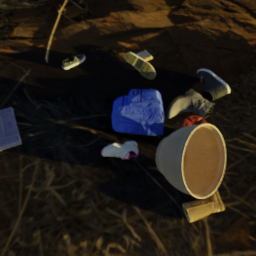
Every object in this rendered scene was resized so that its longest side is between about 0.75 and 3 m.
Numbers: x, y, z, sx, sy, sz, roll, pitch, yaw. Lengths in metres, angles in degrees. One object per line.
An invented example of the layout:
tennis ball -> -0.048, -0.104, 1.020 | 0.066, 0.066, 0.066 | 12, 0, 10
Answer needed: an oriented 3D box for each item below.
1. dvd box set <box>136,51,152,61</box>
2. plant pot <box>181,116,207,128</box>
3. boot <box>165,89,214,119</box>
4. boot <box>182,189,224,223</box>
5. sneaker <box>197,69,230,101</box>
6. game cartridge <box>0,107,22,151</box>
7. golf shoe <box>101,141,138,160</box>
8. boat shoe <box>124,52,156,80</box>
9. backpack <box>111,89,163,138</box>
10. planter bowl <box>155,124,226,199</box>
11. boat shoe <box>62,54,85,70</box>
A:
dvd box set -> 0.582, -3.514, 14.202 | 1.073, 0.158, 0.785 | -26, 45, -7
plant pot -> 2.457, 0.239, 10.681 | 1.218, 1.185, 1.218 | 1, 52, -1
boot -> 2.658, -0.802, 11.868 | 2.050, 0.715, 1.349 | -37, 62, -23
boot -> 2.436, 2.450, 9.407 | 1.279, 0.423, 1.120 | -13, 53, -9
sneaker -> 3.570, -1.972, 12.815 | 0.996, 0.710, 2.007 | -32, 49, -9
game cartridge -> -5.191, 0.056, 11.406 | 1.295, 0.383, 1.997 | -17, 53, -19
golf shoe -> -0.292, 0.909, 10.556 | 1.428, 0.538, 0.653 | -12, 50, -9
boat shoe -> 0.640, -3.041, 13.515 | 1.753, 0.655, 0.600 | 41, 23, -4
backpack -> 0.349, -0.656, 11.070 | 2.006, 1.683, 1.630 | 0, 24, 4
planter bowl -> 1.942, 1.033, 9.436 | 1.594, 2.369, 2.369 | 2, 40, 49
boat shoe -> -2.749, -3.416, 14.168 | 0.471, 0.389, 1.373 | 38, 60, 26
